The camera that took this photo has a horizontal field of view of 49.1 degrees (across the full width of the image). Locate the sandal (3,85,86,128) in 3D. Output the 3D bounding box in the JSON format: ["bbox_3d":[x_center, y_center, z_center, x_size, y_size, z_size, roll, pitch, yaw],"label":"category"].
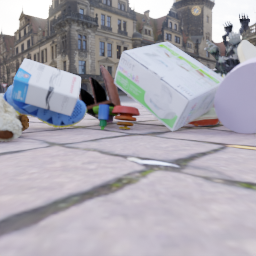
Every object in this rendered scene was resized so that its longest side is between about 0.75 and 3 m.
[{"bbox_3d":[-2.594,-0.702,8.512,2.638,1.048,1.148,8,-16,-6],"label":"sandal"}]

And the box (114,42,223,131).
[{"bbox_3d":[1.264,-1.388,8.421,2.491,1.205,2.198,41,45,23],"label":"box"}]

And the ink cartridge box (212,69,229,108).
[{"bbox_3d":[2.881,-1.301,10.857,1.642,1.635,2.260,-2,17,38],"label":"ink cartridge box"}]

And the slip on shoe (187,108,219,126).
[{"bbox_3d":[2.158,-0.294,9.119,1.752,0.536,0.649,-3,37,-7],"label":"slip on shoe"}]

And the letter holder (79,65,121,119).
[{"bbox_3d":[-1.031,-1.272,10.269,1.053,1.488,2.094,-15,-8,7],"label":"letter holder"}]

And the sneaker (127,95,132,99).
[{"bbox_3d":[0.881,-1.910,10.612,1.045,0.917,2.608,1,36,44],"label":"sneaker"}]

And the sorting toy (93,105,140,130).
[{"bbox_3d":[-0.469,-0.278,8.587,1.059,0.723,1.763,8,-4,-43],"label":"sorting toy"}]

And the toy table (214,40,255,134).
[{"bbox_3d":[3.320,-1.053,6.902,1.461,2.293,2.494,-40,-2,-24],"label":"toy table"}]

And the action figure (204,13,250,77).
[{"bbox_3d":[3.241,-2.606,9.186,1.189,2.331,1.385,34,-24,-35],"label":"action figure"}]

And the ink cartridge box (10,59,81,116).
[{"bbox_3d":[-2.200,-1.116,7.695,1.630,0.686,1.178,17,36,-15],"label":"ink cartridge box"}]

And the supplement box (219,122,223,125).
[{"bbox_3d":[4.178,-0.674,9.653,1.854,1.169,0.682,-2,8,-10],"label":"supplement box"}]

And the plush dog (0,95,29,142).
[{"bbox_3d":[-3.205,-0.293,6.497,1.802,1.446,1.547,0,-17,-3],"label":"plush dog"}]
